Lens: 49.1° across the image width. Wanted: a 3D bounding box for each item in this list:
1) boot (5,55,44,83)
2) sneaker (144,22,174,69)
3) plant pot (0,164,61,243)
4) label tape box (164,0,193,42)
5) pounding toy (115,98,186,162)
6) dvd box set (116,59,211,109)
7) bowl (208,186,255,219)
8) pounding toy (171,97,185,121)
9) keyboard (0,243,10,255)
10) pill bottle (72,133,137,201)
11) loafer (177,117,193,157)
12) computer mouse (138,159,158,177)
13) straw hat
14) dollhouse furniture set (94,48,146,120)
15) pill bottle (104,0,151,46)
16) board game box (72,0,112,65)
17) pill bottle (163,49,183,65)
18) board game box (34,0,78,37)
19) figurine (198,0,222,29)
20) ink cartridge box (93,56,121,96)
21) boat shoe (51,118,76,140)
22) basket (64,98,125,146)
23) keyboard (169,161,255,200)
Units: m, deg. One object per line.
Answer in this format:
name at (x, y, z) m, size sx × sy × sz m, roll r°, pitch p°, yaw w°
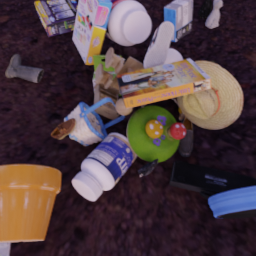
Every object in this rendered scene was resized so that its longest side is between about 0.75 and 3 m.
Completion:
boot at (-4.092, -2.404, 11.303) m, size 1.374 × 0.499 × 1.250 m, roll 4°, pitch 66°, yaw 12°
sneaker at (0.921, -2.394, 8.580) m, size 0.629 × 0.636 × 1.603 m, roll 24°, pitch 92°, yaw -10°
plant pot at (-2.698, 2.001, 7.176) m, size 1.865 × 1.865 × 1.708 m, roll -3°, pitch 67°, yaw -2°
label tape box at (1.835, -3.742, 9.434) m, size 0.502 × 1.087 × 1.517 m, roll 29°, pitch 55°, yaw 33°
pounding toy at (0.813, -0.120, 7.943) m, size 1.704 × 1.025 × 2.208 m, roll -29°, pitch 93°, yaw -26°
dvd box set at (0.867, -1.246, 7.555) m, size 2.235 × 0.329 × 1.635 m, roll -13°, pitch 33°, yaw 0°
bowl at (3.241, 1.841, 6.832) m, size 2.435 × 2.435 × 0.478 m, roll -4°, pitch 66°, yaw -3°
pounding toy at (2.087, -1.264, 10.040) m, size 1.076 × 1.079 × 1.881 m, roll 8°, pitch 50°, yaw 3°
keyboard at (-4.118, 3.269, 7.150) m, size 2.119 × 0.113 × 0.596 m, roll -5°, pitch 57°, yaw -4°
pill bottle at (-0.685, 1.129, 8.085) m, size 1.122 × 1.122 × 1.875 m, roll 28°, pitch 54°, yaw 20°
loafer at (1.882, 0.233, 9.207) m, size 0.551 × 0.547 × 1.514 m, roll 4°, pitch 52°, yaw 2°
computer mouse at (0.537, 1.180, 7.853) m, size 0.678 × 0.980 × 0.258 m, roll -36°, pitch 86°, yaw -13°
straw hat at (2.139, -0.775, 8.295) m, size 2.241 × 2.241 × 0.948 m, roll 31°, pitch 40°, yaw 22°
dollhouse furniture set at (-0.273, -1.514, 9.380) m, size 1.836 × 2.095 × 1.391 m, roll 24°, pitch 37°, yaw -24°
pill bottle at (-0.303, -4.135, 10.782) m, size 1.611 × 1.611 × 2.865 m, roll -23°, pitch 37°, yaw -17°
board game box at (-1.369, -3.740, 10.050) m, size 0.471 × 2.334 × 1.786 m, roll -6°, pitch 49°, yaw -28°
pill bottle at (1.132, -2.004, 9.967) m, size 1.105 × 1.898 × 1.105 m, roll 3°, pitch 79°, yaw -16°
board game box at (-3.300, -5.510, 13.627) m, size 1.921 × 0.659 × 2.324 m, roll -20°, pitch 55°, yaw -13°
figurine at (3.953, -5.723, 13.282) m, size 0.640 × 1.451 × 1.487 m, roll -10°, pitch 53°, yaw -8°
ink cartridge box at (-0.758, -1.900, 10.282) m, size 1.080 × 1.462 × 0.554 m, roll 2°, pitch 51°, yaw 2°
boat shoe at (-1.877, 0.037, 8.131) m, size 0.331 × 0.979 × 0.352 m, roll 8°, pitch 53°, yaw -50°
basket at (-1.023, -0.232, 8.644) m, size 1.659 × 1.463 × 1.154 m, roll -25°, pitch 64°, yaw 8°
keyboard at (2.482, 1.704, 8.007) m, size 2.569 × 0.330 × 1.543 m, roll 11°, pitch 28°, yaw 9°
